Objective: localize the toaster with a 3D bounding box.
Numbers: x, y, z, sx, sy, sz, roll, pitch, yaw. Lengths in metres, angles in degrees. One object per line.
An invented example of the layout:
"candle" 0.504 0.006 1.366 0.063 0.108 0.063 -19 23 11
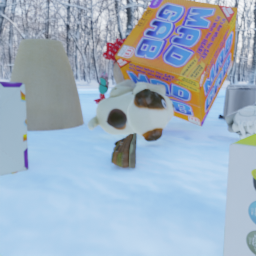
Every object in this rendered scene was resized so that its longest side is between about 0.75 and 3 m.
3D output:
"toaster" 4.221 -0.879 9.942 2.014 1.301 1.145 9 12 43

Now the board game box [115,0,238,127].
"board game box" 1.463 -1.883 8.012 2.342 2.340 2.340 22 -18 26

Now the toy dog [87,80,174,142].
"toy dog" 0.173 -0.433 6.750 2.029 1.460 2.093 -12 12 -31

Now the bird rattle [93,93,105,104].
"bird rattle" -0.453 -0.695 8.854 0.998 0.690 1.225 45 4 38

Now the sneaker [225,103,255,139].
"sneaker" 3.050 -0.009 6.108 1.202 1.114 2.966 -11 5 3

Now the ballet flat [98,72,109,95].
"ballet flat" -0.589 -1.135 7.029 0.278 0.286 0.803 25 -23 5

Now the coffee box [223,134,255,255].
"coffee box" 1.376 0.598 1.813 1.109 1.099 1.111 9 13 42

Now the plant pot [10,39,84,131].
"plant pot" -2.697 -1.405 8.992 2.495 2.664 2.495 1 10 0

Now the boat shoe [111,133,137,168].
"boat shoe" -0.066 0.360 5.132 0.440 0.466 1.295 1 9 2

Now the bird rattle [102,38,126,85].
"bird rattle" 0.061 -2.062 9.846 1.246 1.803 2.212 -7 -13 33

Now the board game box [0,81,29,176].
"board game box" -3.035 -0.119 4.943 1.432 1.458 2.781 -8 13 -42
